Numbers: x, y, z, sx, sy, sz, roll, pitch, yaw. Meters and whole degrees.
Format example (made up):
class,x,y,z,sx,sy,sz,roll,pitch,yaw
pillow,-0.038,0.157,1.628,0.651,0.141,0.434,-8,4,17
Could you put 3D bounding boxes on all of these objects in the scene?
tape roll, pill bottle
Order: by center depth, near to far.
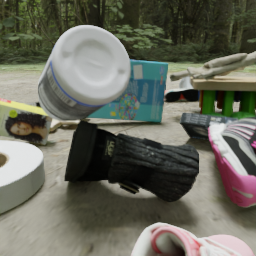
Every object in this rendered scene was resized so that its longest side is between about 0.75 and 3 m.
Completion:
class,x,y,z,sx,sy,sz,roll,pitch,yaw
pill bottle,-0.698,-0.591,3.771,0.917,0.917,1.612,-8,-5,-26
tape roll,-2.630,0.781,4.608,2.425,0.443,2.425,0,17,0

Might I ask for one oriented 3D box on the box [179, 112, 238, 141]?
class,x,y,z,sx,sy,sz,roll,pitch,yaw
box,1.973,0.024,6.625,1.263,0.275,1.012,9,-18,30

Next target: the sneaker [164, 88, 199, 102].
class,x,y,z,sx,sy,sz,roll,pitch,yaw
sneaker,2.362,-1.521,12.481,1.721,0.606,0.805,-5,22,-9

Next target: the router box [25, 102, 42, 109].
class,x,y,z,sx,sy,sz,roll,pitch,yaw
router box,-3.101,-0.781,10.023,1.173,0.299,0.875,-9,6,-16

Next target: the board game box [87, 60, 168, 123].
class,x,y,z,sx,sy,sz,roll,pitch,yaw
board game box,-0.098,-1.150,8.406,2.357,1.779,0.553,4,14,-8

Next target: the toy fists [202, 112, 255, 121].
class,x,y,z,sx,sy,sz,roll,pitch,yaw
toy fists,2.788,-0.142,7.783,1.581,0.544,0.806,0,8,5

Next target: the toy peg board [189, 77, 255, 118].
class,x,y,z,sx,sy,sz,roll,pitch,yaw
toy peg board,3.430,-0.930,9.171,2.746,1.343,2.735,3,13,9

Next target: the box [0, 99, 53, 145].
class,x,y,z,sx,sy,sz,roll,pitch,yaw
box,-2.860,-0.242,6.435,2.106,0.793,0.528,13,16,-20

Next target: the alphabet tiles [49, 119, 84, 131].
class,x,y,z,sx,sy,sz,roll,pitch,yaw
alphabet tiles,-2.465,-0.279,8.800,2.344,0.175,2.397,-1,14,8

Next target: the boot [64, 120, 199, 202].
class,x,y,z,sx,sy,sz,roll,pitch,yaw
boot,-0.084,0.580,4.363,1.681,0.846,2.249,13,-11,-12

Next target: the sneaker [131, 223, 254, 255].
class,x,y,z,sx,sy,sz,roll,pitch,yaw
sneaker,0.621,1.166,2.362,0.681,0.946,1.809,12,19,43

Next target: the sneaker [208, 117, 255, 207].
class,x,y,z,sx,sy,sz,roll,pitch,yaw
sneaker,2.058,0.355,4.670,1.199,1.011,2.741,-17,7,16

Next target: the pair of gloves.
class,x,y,z,sx,sy,sz,roll,pitch,yaw
pair of gloves,2.617,-1.696,8.202,2.329,0.480,2.739,-13,6,-8

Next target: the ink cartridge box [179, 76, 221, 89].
class,x,y,z,sx,sy,sz,roll,pitch,yaw
ink cartridge box,3.337,-1.936,13.039,1.678,0.700,1.219,-2,-11,-3
